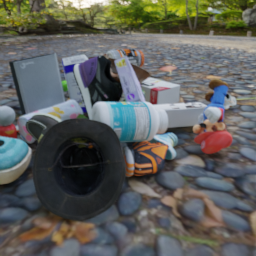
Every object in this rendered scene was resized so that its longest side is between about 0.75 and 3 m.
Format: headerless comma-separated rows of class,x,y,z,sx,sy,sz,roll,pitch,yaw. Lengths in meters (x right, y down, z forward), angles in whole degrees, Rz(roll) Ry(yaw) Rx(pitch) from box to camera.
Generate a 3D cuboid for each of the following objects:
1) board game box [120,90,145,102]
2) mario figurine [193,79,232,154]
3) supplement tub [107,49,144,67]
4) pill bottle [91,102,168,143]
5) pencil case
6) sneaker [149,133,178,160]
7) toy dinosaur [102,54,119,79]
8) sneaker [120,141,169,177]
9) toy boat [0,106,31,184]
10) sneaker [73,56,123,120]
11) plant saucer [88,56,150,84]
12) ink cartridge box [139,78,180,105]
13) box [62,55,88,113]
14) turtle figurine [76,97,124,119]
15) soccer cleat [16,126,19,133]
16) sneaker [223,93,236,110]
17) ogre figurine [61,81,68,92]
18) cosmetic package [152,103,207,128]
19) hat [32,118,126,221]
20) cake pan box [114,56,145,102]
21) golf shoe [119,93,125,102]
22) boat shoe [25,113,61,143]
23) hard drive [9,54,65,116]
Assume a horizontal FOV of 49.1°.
board game box,-0.214,-0.980,11.578,1.993,0.234,1.044,-26,10,10
mario figurine,2.599,-0.369,9.187,1.385,1.613,2.613,-14,47,37
supplement tub,-0.223,-4.841,20.102,2.531,1.551,1.551,-13,27,-27
pill bottle,0.053,-0.158,7.838,2.038,1.129,1.129,-2,23,-22
pencil case,-2.774,-0.266,10.161,2.352,1.067,0.978,-27,76,-45
sneaker,1.359,0.529,9.050,0.889,0.542,1.362,-11,27,-22
toy dinosaur,-1.153,-2.079,10.658,1.314,0.832,1.939,14,42,42
sneaker,0.441,0.629,8.566,1.371,0.949,2.447,0,33,-10
toy boat,-3.982,0.451,8.132,2.513,1.389,2.990,-1,24,-1
sneaker,-0.697,-0.890,9.181,1.292,2.950,1.117,-19,7,18
plant saucer,-0.469,-2.528,12.865,2.942,0.538,2.942,13,-1,0
ink cartridge box,1.242,-1.789,13.919,1.553,0.882,2.131,-19,30,-36
box,-2.175,-1.988,12.602,1.151,2.193,2.017,-13,25,-10
turtle figurine,-0.842,-0.332,9.951,1.902,1.369,1.844,8,20,24
soccer cleat,-3.824,-0.212,10.704,0.455,0.565,1.327,18,29,36
sneaker,4.737,-1.345,13.187,0.547,0.664,1.444,18,29,34
ogre figurine,-3.837,-1.868,13.828,2.580,1.266,1.547,0,2,-36
cosmetic package,1.559,-0.497,10.851,2.945,0.746,1.216,-4,12,-5
hat,-1.143,1.015,6.883,2.423,2.423,0.977,1,-19,3
cake pan box,0.210,-1.154,9.323,0.494,1.887,1.738,-19,65,9
golf shoe,0.124,-1.397,12.311,0.606,1.609,0.736,-6,66,-29
boat shoe,-2.058,0.448,8.189,2.883,1.028,0.868,26,40,23
hard drive,-3.258,-1.310,10.504,0.438,2.661,1.857,8,26,35
